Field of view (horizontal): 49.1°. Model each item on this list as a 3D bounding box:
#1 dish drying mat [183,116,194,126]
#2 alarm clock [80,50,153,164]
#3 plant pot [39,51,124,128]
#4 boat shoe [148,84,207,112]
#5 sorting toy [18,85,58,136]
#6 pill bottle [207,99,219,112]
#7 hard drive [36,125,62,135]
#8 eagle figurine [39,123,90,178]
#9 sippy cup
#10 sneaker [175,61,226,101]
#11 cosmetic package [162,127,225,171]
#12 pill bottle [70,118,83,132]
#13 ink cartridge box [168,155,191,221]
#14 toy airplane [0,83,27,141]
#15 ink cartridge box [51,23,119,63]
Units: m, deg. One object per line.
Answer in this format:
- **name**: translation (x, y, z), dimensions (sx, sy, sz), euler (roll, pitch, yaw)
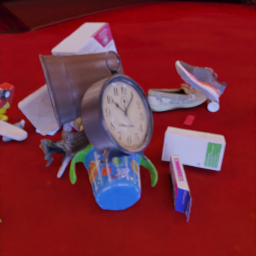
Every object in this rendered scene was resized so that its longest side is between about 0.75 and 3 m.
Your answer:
- **dish drying mat**: translation (2.585, -0.302, 11.877), dimensions (0.305, 0.072, 0.795), euler (13, 35, 21)
- **alarm clock**: translation (-0.306, -0.568, 7.232), dimensions (0.995, 2.989, 2.016), euler (-11, -11, 39)
- **plant pot**: translation (-1.300, -1.295, 8.323), dimensions (2.129, 2.151, 2.151), euler (-15, 35, -14)
- **boat shoe**: translation (2.312, -1.463, 12.795), dimensions (2.995, 0.939, 1.098), euler (-13, 25, -19)
- **sorting toy**: translation (-2.898, -0.891, 10.774), dimensions (2.083, 1.540, 0.307), euler (-37, 25, -9)
- **pill bottle**: translation (3.894, -1.151, 12.853), dimensions (0.486, 0.486, 0.916), euler (7, 32, 11)
- **hard drive**: translation (-3.118, -0.132, 11.467), dimensions (0.764, 0.147, 1.158), euler (9, 36, 15)
- **eagle figurine**: translation (-1.674, 0.357, 9.189), dimensions (2.328, 1.757, 1.767), euler (-13, 36, -21)
- **sippy cup**: translation (-0.377, 1.337, 7.910), dimensions (2.218, 1.742, 1.625), euler (-21, 43, 6)
- **sneaker**: translation (3.017, -2.129, 11.616), dimensions (0.972, 0.915, 2.374), euler (-45, 70, -4)
- **cosmetic package**: translation (2.111, 0.662, 9.198), dimensions (1.866, 1.004, 0.791), euler (8, 17, 12)
- **pill bottle**: translation (-1.712, -0.089, 10.949), dimensions (0.665, 0.665, 1.168), euler (-23, 38, -32)
- **ink cartridge box**: translation (1.438, 1.653, 7.958), dimensions (0.341, 0.869, 1.836), euler (-1, 32, -2)
- **toy airplane**: translation (-5.308, -0.303, 10.659), dimensions (2.519, 1.785, 2.530), euler (-20, 71, -11)
- **ink cartridge box**: translation (-1.335, -2.192, 10.826), dimensions (1.217, 2.920, 2.121), euler (11, 49, 30)
